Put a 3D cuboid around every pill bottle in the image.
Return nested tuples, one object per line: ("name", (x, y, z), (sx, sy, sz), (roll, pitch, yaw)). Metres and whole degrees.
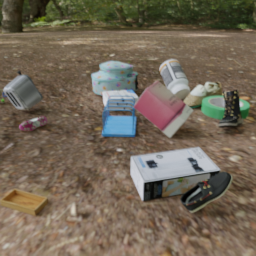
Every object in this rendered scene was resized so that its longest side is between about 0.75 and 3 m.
("pill bottle", (2.375, -2.429, 14.161), (1.106, 1.106, 1.900), (-8, 61, -17))

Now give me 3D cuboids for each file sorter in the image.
("file sorter", (-0.325, -0.494, 10.821), (1.205, 1.066, 1.737), (1, 25, 3))

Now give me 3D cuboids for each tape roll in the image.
("tape roll", (4.300, -0.908, 12.441), (1.997, 0.480, 1.997), (0, 24, 0))

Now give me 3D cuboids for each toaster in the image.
("toaster", (-4.623, -1.548, 12.248), (0.937, 1.650, 1.066), (6, 44, 38))

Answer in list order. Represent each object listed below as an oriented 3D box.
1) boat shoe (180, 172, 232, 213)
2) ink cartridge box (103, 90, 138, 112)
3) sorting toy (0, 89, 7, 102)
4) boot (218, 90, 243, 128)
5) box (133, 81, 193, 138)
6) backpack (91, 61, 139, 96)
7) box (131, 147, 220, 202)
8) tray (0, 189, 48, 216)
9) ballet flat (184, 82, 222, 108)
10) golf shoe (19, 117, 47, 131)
("boat shoe", (1.761, 1.410, 6.334), (1.283, 0.402, 0.469), (-41, 24, 15))
("ink cartridge box", (-0.374, -1.277, 12.988), (1.457, 0.614, 1.064), (-6, 29, -14))
("sorting toy", (-6.399, -1.528, 13.297), (1.342, 0.755, 0.183), (8, 29, -40))
("boot", (3.868, -0.735, 10.677), (0.662, 1.362, 1.809), (-4, 6, 42))
("box", (1.309, -0.711, 10.357), (1.801, 0.981, 1.151), (40, 36, 5))
("backpack", (-0.790, -2.529, 14.618), (2.214, 1.697, 1.946), (-26, 37, -28))
("box", (1.212, 1.191, 7.540), (2.087, 0.628, 1.218), (-6, 27, -12))
("tray", (-2.528, 1.803, 6.819), (1.015, 0.188, 0.501), (10, 26, 19))
("ballet flat", (3.659, -1.722, 13.698), (0.988, 0.914, 2.801), (22, 33, 39))
("golf shoe", (-3.728, -0.136, 10.945), (1.076, 0.405, 0.492), (-20, 11, -34))
